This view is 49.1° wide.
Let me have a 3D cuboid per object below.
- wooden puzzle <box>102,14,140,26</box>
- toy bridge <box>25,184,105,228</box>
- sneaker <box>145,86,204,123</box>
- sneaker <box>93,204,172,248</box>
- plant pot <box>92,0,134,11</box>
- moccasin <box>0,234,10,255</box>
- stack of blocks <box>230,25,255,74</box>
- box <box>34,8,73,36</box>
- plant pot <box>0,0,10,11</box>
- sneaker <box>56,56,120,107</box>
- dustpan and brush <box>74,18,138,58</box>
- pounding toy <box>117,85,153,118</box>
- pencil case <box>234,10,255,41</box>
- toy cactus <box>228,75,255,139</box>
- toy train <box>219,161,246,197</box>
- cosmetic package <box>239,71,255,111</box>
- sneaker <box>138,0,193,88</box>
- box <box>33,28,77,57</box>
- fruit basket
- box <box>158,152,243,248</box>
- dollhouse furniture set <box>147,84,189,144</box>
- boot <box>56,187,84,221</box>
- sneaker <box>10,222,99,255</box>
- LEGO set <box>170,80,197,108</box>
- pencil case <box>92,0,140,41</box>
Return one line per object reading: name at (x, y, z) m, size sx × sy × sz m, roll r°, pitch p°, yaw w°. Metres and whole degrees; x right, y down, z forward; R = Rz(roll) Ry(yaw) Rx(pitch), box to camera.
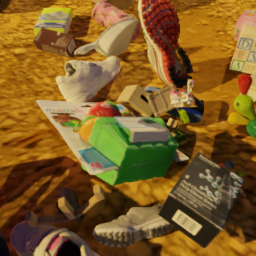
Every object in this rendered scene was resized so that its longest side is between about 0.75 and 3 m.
wooden puzzle at (-0.188, -4.261, 11.206) m, size 1.563 × 0.183 × 1.055 m, roll 3°, pitch 48°, yaw 6°
toy bridge at (-1.124, 1.497, 5.137) m, size 1.476 × 0.496 × 0.201 m, roll -22°, pitch 41°, yaw 0°
sneaker at (1.245, -0.767, 7.549) m, size 1.771 × 0.621 × 0.690 m, roll 25°, pitch 60°, yaw -12°
sneaker at (0.063, 1.925, 5.627) m, size 1.574 × 0.588 × 0.646 m, roll -4°, pitch 39°, yaw -17°
plant pot at (-0.610, -5.862, 11.298) m, size 2.763 × 2.763 × 1.855 m, roll -10°, pitch 86°, yaw -9°
moccasin at (-3.178, 2.694, 4.583) m, size 2.464 × 0.991 × 0.840 m, roll -37°, pitch 56°, yaw -27°
stack of blocks at (4.503, -1.971, 8.326) m, size 2.631 × 1.515 × 0.771 m, roll 17°, pitch 51°, yaw 14°
box at (-2.877, -4.025, 10.844) m, size 1.160 × 0.453 × 1.903 m, roll 0°, pitch 48°, yaw 1°
plant pot at (-5.751, -5.765, 11.713) m, size 1.731 × 1.731 × 1.510 m, roll -32°, pitch 73°, yaw -25°
sneaker at (-1.078, -1.642, 8.151) m, size 0.904 × 1.203 × 2.414 m, roll -13°, pitch 28°, yaw 44°
dustpan and brush at (-0.734, -2.658, 8.825) m, size 0.610 × 1.487 × 2.130 m, roll 43°, pitch 58°, yaw 7°
pounding toy at (0.272, -0.610, 7.148) m, size 1.015 × 1.156 × 0.529 m, roll 36°, pitch 80°, yaw -22°
pencil case at (5.015, -3.171, 9.676) m, size 2.662 × 1.164 × 1.164 m, roll 30°, pitch 55°, yaw 24°
toy cactus at (3.142, 0.080, 6.195) m, size 1.403 × 2.744 × 2.264 m, roll 1°, pitch 81°, yaw 47°
toy train at (2.439, 1.148, 6.389) m, size 0.533 × 0.390 × 0.922 m, roll -20°, pitch 50°, yaw -34°
cosmetic package at (4.373, -0.718, 7.683) m, size 2.288 × 0.836 × 1.184 m, roll 32°, pitch 55°, yaw 26°
sneaker at (0.877, -2.449, 8.098) m, size 1.078 × 2.768 × 1.137 m, roll -27°, pitch 22°, yaw -17°
box at (-2.550, -3.002, 9.818) m, size 1.310 × 0.491 × 0.656 m, roll 16°, pitch 68°, yaw 15°
fruit basket at (-0.351, -0.029, 6.387) m, size 2.618 × 1.325 × 2.826 m, roll 0°, pitch 36°, yaw -39°
box at (1.420, 1.339, 5.423) m, size 1.045 × 0.753 × 1.407 m, roll 32°, pitch 43°, yaw 16°
dollhouse furniture set at (0.906, -0.320, 6.352) m, size 0.671 × 1.342 × 0.518 m, roll -27°, pitch 14°, yaw -5°
boot at (-1.289, 1.542, 5.818) m, size 0.307 × 0.578 × 0.879 m, roll -47°, pitch 59°, yaw 3°
sneaker at (-1.352, 2.152, 5.138) m, size 1.924 × 0.849 × 0.783 m, roll 15°, pitch 50°, yaw 15°
LEGO set at (1.145, -0.733, 6.187) m, size 0.690 × 1.499 × 0.558 m, roll 0°, pitch 93°, yaw -3°
pencil case at (-0.455, -3.930, 10.312) m, size 1.853 × 0.767 × 0.802 m, roll 39°, pitch 81°, yaw 15°
